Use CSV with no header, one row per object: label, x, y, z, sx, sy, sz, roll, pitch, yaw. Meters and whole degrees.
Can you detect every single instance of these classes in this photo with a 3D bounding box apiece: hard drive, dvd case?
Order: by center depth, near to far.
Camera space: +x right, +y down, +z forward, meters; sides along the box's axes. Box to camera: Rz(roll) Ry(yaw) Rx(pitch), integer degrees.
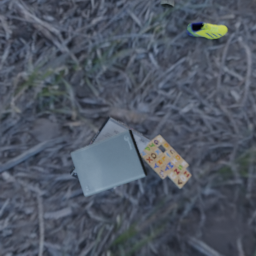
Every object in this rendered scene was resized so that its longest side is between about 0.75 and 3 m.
hard drive,-0.431,0.771,6.055,1.487,0.244,1.037,-22,83,18
dvd case,-0.419,0.678,6.725,1.260,0.207,1.676,30,101,-30

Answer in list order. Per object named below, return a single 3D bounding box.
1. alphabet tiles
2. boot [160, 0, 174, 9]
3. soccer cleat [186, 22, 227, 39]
alphabet tiles,1.062,0.934,7.646,1.452,0.055,1.214,46,39,10
boot,1.199,-4.524,9.427,0.844,0.337,0.928,12,85,5
soccer cleat,2.543,-3.150,8.976,1.314,0.550,0.425,1,78,0
